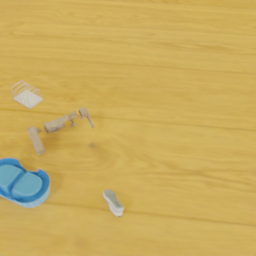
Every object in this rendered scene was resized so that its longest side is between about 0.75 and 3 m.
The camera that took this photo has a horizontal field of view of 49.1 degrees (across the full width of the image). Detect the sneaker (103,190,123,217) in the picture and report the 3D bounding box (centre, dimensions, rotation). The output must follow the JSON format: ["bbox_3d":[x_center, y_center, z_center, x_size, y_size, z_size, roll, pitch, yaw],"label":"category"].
[{"bbox_3d":[-0.446,2.092,7.775,0.363,0.352,0.995,-1,23,-25],"label":"sneaker"}]

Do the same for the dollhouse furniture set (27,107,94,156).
[{"bbox_3d":[-2.236,0.113,9.408,2.004,1.039,0.887,-24,91,-21],"label":"dollhouse furniture set"}]

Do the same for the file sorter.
[{"bbox_3d":[-3.910,-1.302,10.791,0.955,0.595,0.663,28,53,23],"label":"file sorter"}]

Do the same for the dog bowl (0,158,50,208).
[{"bbox_3d":[-3.176,1.617,8.129,2.022,0.501,1.127,17,49,16],"label":"dog bowl"}]
